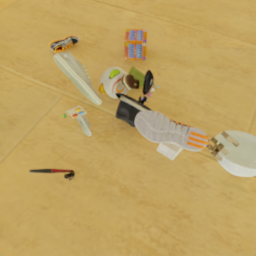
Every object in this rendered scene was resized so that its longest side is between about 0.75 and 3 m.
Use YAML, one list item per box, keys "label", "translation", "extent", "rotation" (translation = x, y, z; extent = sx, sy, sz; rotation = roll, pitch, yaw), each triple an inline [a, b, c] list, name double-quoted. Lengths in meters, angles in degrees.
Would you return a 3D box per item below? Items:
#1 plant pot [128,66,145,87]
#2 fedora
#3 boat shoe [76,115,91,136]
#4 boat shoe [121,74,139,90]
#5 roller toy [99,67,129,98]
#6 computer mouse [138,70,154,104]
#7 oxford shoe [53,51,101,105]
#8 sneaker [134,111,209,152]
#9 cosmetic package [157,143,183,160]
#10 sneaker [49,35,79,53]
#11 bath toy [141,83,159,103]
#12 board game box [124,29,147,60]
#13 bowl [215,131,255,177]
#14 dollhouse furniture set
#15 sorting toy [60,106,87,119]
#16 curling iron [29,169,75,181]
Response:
- label: "plant pot"
  translation: [0.419, -2.280, 12.884]
  extent: [0.818, 0.861, 0.861]
  rotation: [27, 57, 7]
- label: "fedora"
  translation: [0.116, -0.594, 11.176]
  extent: [2.039, 2.039, 0.931]
  rotation: [29, 90, 20]
- label: "boat shoe"
  translation: [-1.719, -0.154, 11.383]
  extent: [0.367, 0.359, 1.030]
  rotation: [-24, 79, -39]
- label: "boat shoe"
  translation: [-0.031, -1.684, 10.514]
  extent: [0.538, 1.454, 0.537]
  rotation: [6, 87, 20]
- label: "roller toy"
  translation: [-0.565, -1.989, 12.263]
  extent: [1.214, 1.331, 0.930]
  rotation: [2, 35, -45]
- label: "computer mouse"
  translation: [0.722, -1.499, 11.065]
  extent: [0.333, 1.016, 1.447]
  rotation: [14, 69, -10]
- label: "oxford shoe"
  translation: [-1.995, -2.164, 11.936]
  extent: [0.805, 1.048, 2.787]
  rotation: [-41, 94, -18]
- label: "sneaker"
  translation: [1.369, 0.161, 8.765]
  extent: [2.324, 1.302, 0.902]
  rotation: [24, 94, 18]
- label: "cosmetic package"
  translation: [1.727, 0.594, 10.474]
  extent: [0.683, 0.419, 1.655]
  rotation: [34, 31, 16]
- label: "sneaker"
  translation: [-3.270, -4.311, 14.555]
  extent: [1.579, 0.618, 0.610]
  rotation: [-22, 67, -10]
- label: "bath toy"
  translation: [0.865, -1.372, 11.211]
  extent: [0.321, 0.378, 0.869]
  rotation: [42, 107, 15]
- label: "board game box"
  translation: [0.379, -4.194, 14.097]
  extent: [1.082, 1.082, 1.083]
  rotation: [4, 53, 3]
- label: "bowl"
  translation: [3.950, 1.056, 9.902]
  extent: [2.046, 0.920, 2.046]
  rotation: [5, 36, -3]
- label: "dollhouse furniture set"
  translation: [2.899, 0.579, 8.586]
  extent: [0.525, 0.791, 0.693]
  rotation: [33, 15, -24]
- label: "sorting toy"
  translation: [-1.856, -0.460, 9.460]
  extent: [0.793, 0.586, 0.117]
  rotation: [-21, 62, 11]
- label: "curling iron"
  translation: [-2.476, 1.487, 9.269]
  extent: [1.524, 0.195, 0.378]
  rotation: [12, 43, -24]
